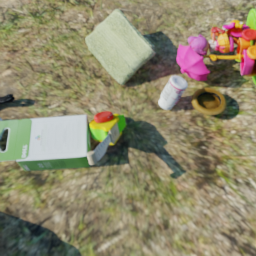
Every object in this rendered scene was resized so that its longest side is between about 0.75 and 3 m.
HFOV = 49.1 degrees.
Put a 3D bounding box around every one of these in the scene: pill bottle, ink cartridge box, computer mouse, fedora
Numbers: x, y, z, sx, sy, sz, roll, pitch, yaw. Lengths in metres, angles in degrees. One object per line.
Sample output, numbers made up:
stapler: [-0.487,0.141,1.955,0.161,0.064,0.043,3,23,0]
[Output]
pill bottle: [1.364,-1.063,8.696,0.574,1.012,0.574,13,46,-14]
ink cartridge box: [-2.399,0.454,8.006,2.591,0.768,1.345,-4,60,-2]
computer mouse: [-4.240,-0.018,8.412,1.317,0.527,2.403,-4,60,-1]
fedora: [2.524,-0.757,8.896,1.120,0.457,1.120,2,59,-3]

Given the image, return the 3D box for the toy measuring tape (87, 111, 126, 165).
toy measuring tape: [-0.810,0.214,7.715,0.977,0.977,2.655,17,29,10]

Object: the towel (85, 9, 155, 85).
towel: [-0.350,-2.799,9.628,1.805,0.444,2.433,-43,68,14]

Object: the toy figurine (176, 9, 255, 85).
toy figurine: [2.939,-2.601,9.203,2.675,2.182,2.907,-3,59,8]
